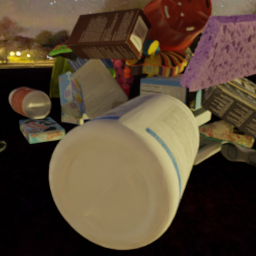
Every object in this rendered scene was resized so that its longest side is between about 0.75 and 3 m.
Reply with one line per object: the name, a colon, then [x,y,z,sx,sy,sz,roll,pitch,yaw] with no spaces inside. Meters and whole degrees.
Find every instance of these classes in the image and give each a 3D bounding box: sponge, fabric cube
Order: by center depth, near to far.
sponge: [2.491,-1.785,6.395,2.806,1.565,0.419,-18,52,-34]
fabric cube: [0.467,-1.597,11.335,1.285,1.281,1.261,2,18,42]

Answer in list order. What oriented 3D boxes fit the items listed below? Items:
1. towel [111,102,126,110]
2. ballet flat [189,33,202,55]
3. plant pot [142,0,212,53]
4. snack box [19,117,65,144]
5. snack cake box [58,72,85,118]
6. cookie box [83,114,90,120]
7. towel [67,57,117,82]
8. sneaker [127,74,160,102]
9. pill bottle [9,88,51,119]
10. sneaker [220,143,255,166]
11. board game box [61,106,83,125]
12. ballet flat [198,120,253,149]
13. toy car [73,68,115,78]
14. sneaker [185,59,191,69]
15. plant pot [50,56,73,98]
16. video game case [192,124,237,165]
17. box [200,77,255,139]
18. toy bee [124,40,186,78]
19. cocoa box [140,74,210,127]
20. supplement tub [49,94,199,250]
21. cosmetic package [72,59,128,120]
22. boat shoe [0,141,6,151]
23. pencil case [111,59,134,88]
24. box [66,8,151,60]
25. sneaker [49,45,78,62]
towel: [0.227,-0.241,8.183,1.975,1.418,0.225,0,-29,31]
ballet flat: [3.203,-2.247,9.934,0.962,2.893,0.822,-33,7,43]
plant pot: [1.425,-3.286,8.377,1.977,1.977,1.923,-2,4,-8]
snack box: [-2.933,0.046,9.403,1.104,0.353,1.901,-9,18,-28]
snack cake box: [-1.493,-0.882,7.411,0.365,0.625,1.087,-23,53,10]
cookie box: [-1.680,-0.607,11.475,1.113,0.418,0.952,-8,14,-33]
towel: [-1.582,-2.766,13.332,0.357,2.168,2.994,-47,23,-28]
sneaker: [0.783,-1.478,10.204,1.218,2.969,1.041,10,6,-42]
pill bottle: [-4.273,-1.101,11.928,1.183,1.183,2.110,-13,21,-39]
sneaker: [2.956,0.686,7.192,1.193,0.444,0.519,22,13,40]
board game box: [-2.155,-0.516,10.754,0.994,0.668,0.170,9,11,32]
ballet flat: [2.662,0.104,7.514,1.871,0.598,0.708,13,13,-30]
toy car: [-1.588,-1.884,12.288,1.828,1.501,1.442,23,53,18]
sneaker: [2.413,-2.113,9.994,0.477,0.512,1.290,22,-10,31]
plant pot: [-2.831,-2.958,16.226,2.856,2.967,2.967,9,14,-12]
video game case: [1.617,0.286,8.650,2.618,0.316,2.872,14,21,40]
box: [3.418,-0.590,7.707,2.916,0.716,2.351,30,31,-3]
toy bee: [0.465,-1.972,8.745,2.468,1.615,1.341,7,58,29]
cocoa box: [1.641,-0.898,9.247,1.621,1.595,2.431,11,19,32]
supplement tub: [0.171,0.491,4.938,1.898,1.898,2.878,6,16,20]
cosmetic package: [-1.154,-1.374,10.038,1.529,1.828,1.520,-37,13,5]
boat shoe: [-3.910,0.527,7.573,0.509,0.397,1.121,4,14,31]
pencil case: [-0.138,-1.993,9.514,0.588,1.297,0.607,26,61,29]
box: [-0.609,-2.716,8.309,2.330,1.167,0.873,11,-17,33]
sneaker: [-2.289,-2.812,10.702,1.665,0.698,0.639,0,45,23]
